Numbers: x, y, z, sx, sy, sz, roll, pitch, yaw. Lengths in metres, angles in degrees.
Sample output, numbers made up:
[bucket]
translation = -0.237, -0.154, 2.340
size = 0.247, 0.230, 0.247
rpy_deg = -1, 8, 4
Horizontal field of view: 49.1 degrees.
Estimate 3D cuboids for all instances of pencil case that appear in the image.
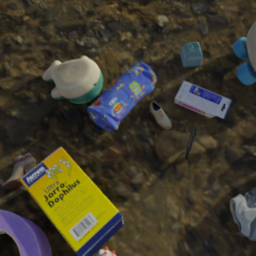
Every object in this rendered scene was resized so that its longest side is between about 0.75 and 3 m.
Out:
[pencil case]
translation = -0.167, -1.089, 10.038
size = 1.238, 1.112, 2.849
rpy_deg = 46, 69, -9

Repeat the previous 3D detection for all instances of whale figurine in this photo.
[whale figurine]
translation = -2.053, -1.753, 10.477
size = 2.558, 1.327, 2.035
rpy_deg = 20, 67, 36

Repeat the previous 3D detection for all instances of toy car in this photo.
[toy car]
translation = 5.945, -2.776, 10.560
size = 2.754, 2.539, 2.436
rpy_deg = 15, 61, -25

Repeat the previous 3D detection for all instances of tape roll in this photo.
[tape roll]
translation = -3.671, 3.819, 7.603
size = 2.941, 1.249, 2.941
rpy_deg = 0, 65, 0

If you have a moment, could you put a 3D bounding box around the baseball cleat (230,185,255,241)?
[baseball cleat]
translation = 3.990, 2.071, 8.625
size = 1.418, 0.929, 2.665
rpy_deg = 18, 65, 9

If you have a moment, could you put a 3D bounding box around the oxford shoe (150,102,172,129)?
[oxford shoe]
translation = 1.149, -0.448, 10.094
size = 0.416, 0.433, 1.174
rpy_deg = -35, 67, -10

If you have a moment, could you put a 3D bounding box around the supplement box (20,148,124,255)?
[supplement box]
translation = -1.575, 2.211, 8.228
size = 1.513, 1.503, 2.762
rpy_deg = -40, 71, -17

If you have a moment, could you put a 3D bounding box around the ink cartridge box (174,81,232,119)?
[ink cartridge box]
translation = 2.763, -0.996, 10.433
size = 1.922, 0.356, 0.910
rpy_deg = 24, 66, 14

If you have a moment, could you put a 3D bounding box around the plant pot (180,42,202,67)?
[plant pot]
translation = 2.546, -2.982, 11.157
size = 0.751, 0.767, 0.753
rpy_deg = -7, 64, -3

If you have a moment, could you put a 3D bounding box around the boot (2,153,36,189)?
[boot]
translation = -3.633, 1.394, 9.279
size = 1.217, 0.428, 0.890
rpy_deg = -22, 60, -11

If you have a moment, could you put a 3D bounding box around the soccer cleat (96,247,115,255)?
[soccer cleat]
translation = -0.188, 4.046, 7.906
size = 1.692, 0.586, 0.656
rpy_deg = 29, 95, 4

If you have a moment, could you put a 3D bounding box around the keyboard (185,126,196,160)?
[keyboard]
translation = 2.085, 0.581, 9.326
size = 0.134, 0.824, 1.297
rpy_deg = 14, 39, 17
